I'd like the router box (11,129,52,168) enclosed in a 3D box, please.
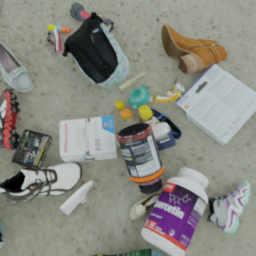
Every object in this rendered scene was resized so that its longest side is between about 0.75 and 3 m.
[{"bbox_3d":[-3.471,0.789,10.169,0.994,0.412,1.326,14,69,6],"label":"router box"}]

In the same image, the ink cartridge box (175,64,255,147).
[{"bbox_3d":[3.463,-0.927,10.708,2.424,0.493,2.429,-44,73,-10],"label":"ink cartridge box"}]

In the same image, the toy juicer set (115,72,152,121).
[{"bbox_3d":[0.180,-1.119,10.953,1.383,0.592,2.175,-15,54,16],"label":"toy juicer set"}]

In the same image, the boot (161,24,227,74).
[{"bbox_3d":[2.707,-3.486,11.653,2.048,1.012,2.638,-20,59,-15],"label":"boot"}]

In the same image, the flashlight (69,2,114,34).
[{"bbox_3d":[-1.617,-4.842,12.327,2.103,0.715,0.712,37,70,13],"label":"flashlight"}]

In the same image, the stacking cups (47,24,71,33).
[{"bbox_3d":[-3.032,-4.329,12.358,0.992,0.300,0.300,12,68,2],"label":"stacking cups"}]

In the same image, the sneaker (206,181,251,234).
[{"bbox_3d":[3.205,2.384,9.345,1.315,0.731,1.881,26,67,11],"label":"sneaker"}]

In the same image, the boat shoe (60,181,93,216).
[{"bbox_3d":[-1.659,2.388,9.508,1.375,0.495,0.471,-42,90,-19],"label":"boat shoe"}]

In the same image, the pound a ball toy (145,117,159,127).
[{"bbox_3d":[0.737,-0.133,10.231,0.903,0.589,0.384,-23,54,30],"label":"pound a ball toy"}]

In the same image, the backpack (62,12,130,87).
[{"bbox_3d":[-1.075,-2.795,10.818,2.103,1.595,2.520,-41,73,23],"label":"backpack"}]

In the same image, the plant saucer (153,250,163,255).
[{"bbox_3d":[1.585,4.854,8.573,2.448,0.232,0.856,34,78,12],"label":"plant saucer"}]

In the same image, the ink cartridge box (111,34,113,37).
[{"bbox_3d":[-1.007,-3.472,11.821,0.587,0.346,1.019,11,101,5],"label":"ink cartridge box"}]

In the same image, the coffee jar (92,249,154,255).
[{"bbox_3d":[-0.230,4.270,8.296,2.082,0.888,1.086,-8,97,5],"label":"coffee jar"}]

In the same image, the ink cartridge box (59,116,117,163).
[{"bbox_3d":[-1.418,0.423,10.093,1.922,0.825,1.407,-6,67,-1],"label":"ink cartridge box"}]

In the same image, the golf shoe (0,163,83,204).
[{"bbox_3d":[-2.861,1.778,9.303,2.737,1.293,1.064,-19,66,-10],"label":"golf shoe"}]

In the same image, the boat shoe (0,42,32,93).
[{"bbox_3d":[-4.635,-2.422,11.070,0.848,0.738,2.302,-34,89,-25],"label":"boat shoe"}]

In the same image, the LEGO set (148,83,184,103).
[{"bbox_3d":[1.480,-1.374,10.903,1.535,0.706,0.571,-15,58,32],"label":"LEGO set"}]

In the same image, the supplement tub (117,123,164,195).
[{"bbox_3d":[0.474,1.042,9.225,1.193,1.193,2.230,-19,108,-8],"label":"supplement tub"}]

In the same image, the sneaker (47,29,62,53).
[{"bbox_3d":[-3.188,-3.669,11.989,0.542,0.457,1.239,-15,68,4],"label":"sneaker"}]

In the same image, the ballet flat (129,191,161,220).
[{"bbox_3d":[0.582,2.580,9.406,1.355,0.422,0.457,-39,86,-14],"label":"ballet flat"}]

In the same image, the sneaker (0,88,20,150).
[{"bbox_3d":[-4.707,-0.347,10.376,1.218,0.881,2.493,-5,69,-5],"label":"sneaker"}]

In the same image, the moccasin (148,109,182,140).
[{"bbox_3d":[1.378,-0.250,10.516,1.644,0.561,0.661,35,72,13],"label":"moccasin"}]

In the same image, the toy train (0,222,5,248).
[{"bbox_3d":[-5.128,3.193,8.885,2.550,1.087,1.453,37,82,14],"label":"toy train"}]

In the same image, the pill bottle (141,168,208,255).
[{"bbox_3d":[1.573,2.602,8.862,1.438,1.438,2.557,27,70,11],"label":"pill bottle"}]

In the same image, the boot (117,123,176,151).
[{"bbox_3d":[0.663,0.546,10.102,2.013,0.909,0.732,-17,33,23],"label":"boot"}]
